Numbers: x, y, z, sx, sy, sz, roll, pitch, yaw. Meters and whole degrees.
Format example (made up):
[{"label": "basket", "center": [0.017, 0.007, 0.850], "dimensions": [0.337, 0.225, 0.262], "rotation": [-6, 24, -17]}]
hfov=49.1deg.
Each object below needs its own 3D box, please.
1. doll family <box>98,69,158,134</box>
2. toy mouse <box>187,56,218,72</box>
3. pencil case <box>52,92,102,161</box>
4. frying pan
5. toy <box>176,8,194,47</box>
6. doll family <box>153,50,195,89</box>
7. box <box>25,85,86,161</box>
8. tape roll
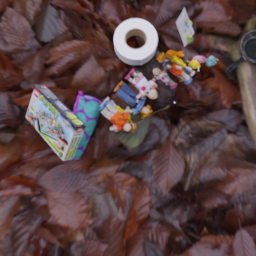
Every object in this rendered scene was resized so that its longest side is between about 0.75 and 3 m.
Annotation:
[{"label": "doll family", "center": [0.040, -0.773, 9.963], "dimensions": [1.565, 1.136, 2.521], "rotation": [42, 70, -11]}, {"label": "toy mouse", "center": [2.443, -2.186, 9.083], "dimensions": [1.115, 1.255, 0.243], "rotation": [-17, 115, -11]}, {"label": "pencil case", "center": [-1.782, -0.014, 9.905], "dimensions": [1.076, 0.991, 2.329], "rotation": [30, 78, -39]}, {"label": "frying pan", "center": [4.735, -2.700, 10.678], "dimensions": [1.334, 0.359, 2.206], "rotation": [30, 84, 5]}, {"label": "toy", "center": [1.937, -3.300, 9.222], "dimensions": [0.265, 0.645, 1.121], "rotation": [1, 62, -19]}, {"label": "doll family", "center": [1.469, -1.999, 9.198], "dimensions": [1.139, 1.835, 0.827], "rotation": [39, 81, -11]}, {"label": "box", "center": [-2.441, -0.218, 9.169], "dimensions": [2.441, 0.424, 1.343], "rotation": [41, 119, 30]}, {"label": "tape roll", "center": [0.281, -3.247, 10.642], "dimensions": [1.667, 0.583, 1.667], "rotation": [0, 81, -1]}]
